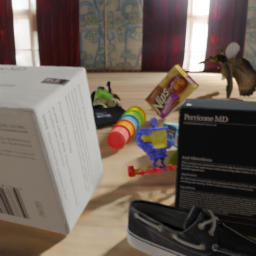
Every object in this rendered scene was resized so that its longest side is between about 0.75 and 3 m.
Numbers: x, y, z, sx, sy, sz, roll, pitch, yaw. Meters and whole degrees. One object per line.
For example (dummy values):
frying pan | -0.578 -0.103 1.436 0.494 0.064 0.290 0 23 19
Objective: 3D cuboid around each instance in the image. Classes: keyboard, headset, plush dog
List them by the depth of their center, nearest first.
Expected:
keyboard | -1.160 -0.495 11.521 2.686 0.345 1.613 -9 37 -39
plush dog | -0.942 -1.029 13.020 1.304 1.519 1.218 8 -31 -14
headset | -1.461 -1.882 16.036 1.418 1.079 2.297 6 27 19

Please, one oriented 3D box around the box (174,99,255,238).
box | 2.240 0.619 4.467 2.850 2.011 1.124 5 16 16

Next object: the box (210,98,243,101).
box | 3.479 -0.639 11.278 2.095 1.049 0.785 -2 15 -10

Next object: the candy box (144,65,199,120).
candy box | 1.784 -1.466 11.816 1.236 2.119 0.598 50 37 9

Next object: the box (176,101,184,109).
box | 2.452 -1.259 14.904 1.464 0.354 1.160 -3 14 -25

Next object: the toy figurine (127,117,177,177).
toy figurine | 0.872 0.343 6.466 2.113 1.266 1.115 -4 -9 -41

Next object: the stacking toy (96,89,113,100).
stacking toy | -2.302 -1.125 11.792 2.709 0.636 2.042 10 -22 -31

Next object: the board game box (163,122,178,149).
board game box | 2.304 0.282 7.814 2.334 0.548 1.762 4 7 -10

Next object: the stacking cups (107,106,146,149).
stacking cups | -0.056 -0.092 9.457 0.845 0.845 2.792 4 16 14

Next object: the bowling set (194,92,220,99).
bowling set | 3.587 -1.030 12.870 0.825 1.069 1.536 -16 -2 -17

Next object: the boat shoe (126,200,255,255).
boat shoe | 0.955 1.447 3.847 2.111 0.716 0.757 8 16 28

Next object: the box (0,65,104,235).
box | -1.834 0.280 4.689 2.282 2.294 1.499 5 32 17

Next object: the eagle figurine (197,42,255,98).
eagle figurine | 5.140 -2.642 13.947 2.057 2.711 2.046 -36 -18 21
